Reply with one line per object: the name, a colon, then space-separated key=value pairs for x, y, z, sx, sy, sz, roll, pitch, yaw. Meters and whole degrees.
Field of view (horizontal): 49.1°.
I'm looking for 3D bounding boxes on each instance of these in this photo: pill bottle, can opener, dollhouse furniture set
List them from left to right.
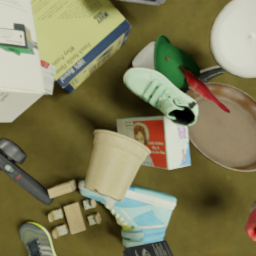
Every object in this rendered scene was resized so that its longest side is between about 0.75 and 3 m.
can opener: x=-3.296 y=1.449 z=8.604 sx=2.593 sy=0.822 sz=1.019 roll=44 pitch=86 yaw=4
dollhouse furniture set: x=-1.744 y=2.427 z=8.435 sx=1.412 sy=1.000 sz=1.537 roll=-18 pitch=86 yaw=-1
pill bottle: x=2.708 y=-1.999 z=6.509 sx=1.558 sy=2.933 sz=1.558 roll=4 pitch=103 yaw=17

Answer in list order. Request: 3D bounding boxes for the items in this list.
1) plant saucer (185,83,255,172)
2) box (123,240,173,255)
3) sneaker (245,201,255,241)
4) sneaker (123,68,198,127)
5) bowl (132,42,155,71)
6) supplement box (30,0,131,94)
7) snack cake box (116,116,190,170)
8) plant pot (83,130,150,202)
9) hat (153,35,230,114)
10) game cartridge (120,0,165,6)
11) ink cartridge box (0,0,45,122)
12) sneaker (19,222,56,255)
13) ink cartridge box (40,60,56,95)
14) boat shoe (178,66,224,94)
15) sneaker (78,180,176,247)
plant saucer: x=2.463 y=-0.036 z=7.043 sx=2.594 sy=0.416 sz=2.594 roll=7 pitch=58 yaw=-11
box: x=0.474 y=3.064 z=6.244 sx=1.077 sy=0.797 sz=0.562 roll=-7 pitch=108 yaw=-8
sneaker: x=3.965 y=2.185 z=6.370 sx=1.231 sy=2.838 sz=1.046 roll=-31 pitch=88 yaw=-39
sneaker: x=0.574 y=-0.566 z=4.902 sx=1.530 sy=0.902 sz=0.563 roll=29 pitch=109 yaw=0
bowl: x=0.819 y=-2.031 z=9.076 sx=1.149 sy=0.430 sz=1.151 roll=-45 pitch=88 yaw=-3
supplement box: x=-1.765 y=-2.889 z=8.291 sx=2.612 sy=1.754 sz=2.610 roll=-43 pitch=96 yaw=-3
snack cake box: x=0.541 y=0.305 z=6.961 sx=0.689 sy=2.050 sz=1.179 roll=-6 pitch=93 yaw=-33
plant pot: x=-0.313 y=0.784 z=5.465 sx=1.202 sy=1.202 sz=1.101 roll=21 pitch=74 yaw=2
hat: x=1.588 y=-1.399 z=6.543 sx=1.543 sy=1.452 sz=1.753 roll=-1 pitch=121 yaw=29
game cartridge: x=-0.062 y=-3.924 z=7.298 sx=1.567 sy=2.351 sz=0.476 roll=49 pitch=127 yaw=12
ink cartridge box: x=-2.854 y=-1.566 z=6.096 sx=1.082 sy=1.874 sz=2.566 roll=0 pitch=72 yaw=-45
sneaker: x=-2.629 y=3.820 z=8.391 sx=0.787 sy=0.862 sz=2.129 roll=-32 pitch=86 yaw=-2
ink cartridge box: x=-2.256 y=-1.259 z=7.090 sx=0.551 sy=0.554 sz=0.762 roll=5 pitch=85 yaw=19
boat shoe: x=2.098 y=-1.393 z=8.898 sx=2.059 sy=0.779 sz=0.621 roll=-19 pitch=85 yaw=10
sneaker: x=-0.185 y=2.663 z=8.334 sx=2.988 sy=1.188 sz=1.951 roll=13 pitch=84 yaw=2
